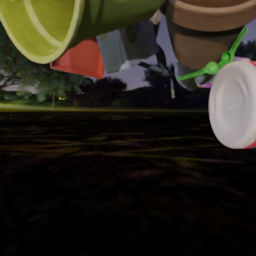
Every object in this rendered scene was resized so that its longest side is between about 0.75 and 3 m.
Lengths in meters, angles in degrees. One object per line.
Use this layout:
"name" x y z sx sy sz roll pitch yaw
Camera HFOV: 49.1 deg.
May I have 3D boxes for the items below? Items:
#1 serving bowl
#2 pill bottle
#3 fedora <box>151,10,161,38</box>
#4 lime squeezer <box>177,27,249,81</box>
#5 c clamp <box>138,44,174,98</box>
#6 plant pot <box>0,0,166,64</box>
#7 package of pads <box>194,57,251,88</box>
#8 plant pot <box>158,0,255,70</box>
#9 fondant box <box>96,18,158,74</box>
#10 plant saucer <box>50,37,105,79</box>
"serving bowl" 2.473 -2.995 11.240 0.947 2.880 2.880 11 4 -4
"pill bottle" 2.775 -0.385 4.790 2.381 1.424 1.424 -1 4 -12
"fedora" 0.665 -3.713 9.915 0.704 1.378 1.558 8 31 -5
"lime squeezer" 2.140 -1.583 6.790 1.912 0.361 0.675 -34 -19 30
"c clamp" 0.621 -2.494 10.027 2.702 2.309 0.366 18 -33 -27
"plant pot" -0.661 -2.705 4.858 2.742 2.742 2.521 4 22 46
"package of pads" 3.134 -1.797 9.162 1.539 0.525 1.189 4 -32 -14
"plant pot" 1.907 -2.759 7.101 2.552 2.552 2.225 0 -33 4
"fondant box" -0.015 -2.906 8.298 0.788 1.953 2.707 -6 21 26
"plant saucer" -1.739 -3.015 10.189 2.142 2.147 0.394 6 5 -38
